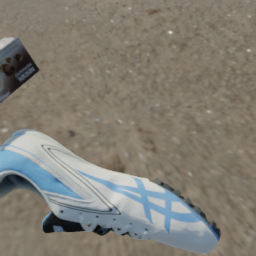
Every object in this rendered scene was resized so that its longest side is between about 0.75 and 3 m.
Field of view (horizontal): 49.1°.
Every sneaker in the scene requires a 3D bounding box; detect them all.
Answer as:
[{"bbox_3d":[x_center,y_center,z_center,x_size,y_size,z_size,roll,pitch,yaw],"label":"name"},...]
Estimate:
[{"bbox_3d":[-0.339,0.975,3.502,2.940,1.057,1.066,21,65,4],"label":"sneaker"}]

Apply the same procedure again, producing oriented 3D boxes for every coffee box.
[{"bbox_3d":[-1.703,-0.694,3.613,0.377,0.534,0.944,16,54,41],"label":"coffee box"}]
